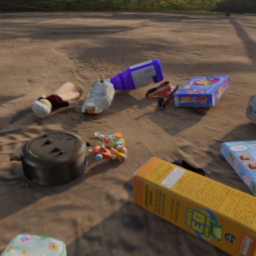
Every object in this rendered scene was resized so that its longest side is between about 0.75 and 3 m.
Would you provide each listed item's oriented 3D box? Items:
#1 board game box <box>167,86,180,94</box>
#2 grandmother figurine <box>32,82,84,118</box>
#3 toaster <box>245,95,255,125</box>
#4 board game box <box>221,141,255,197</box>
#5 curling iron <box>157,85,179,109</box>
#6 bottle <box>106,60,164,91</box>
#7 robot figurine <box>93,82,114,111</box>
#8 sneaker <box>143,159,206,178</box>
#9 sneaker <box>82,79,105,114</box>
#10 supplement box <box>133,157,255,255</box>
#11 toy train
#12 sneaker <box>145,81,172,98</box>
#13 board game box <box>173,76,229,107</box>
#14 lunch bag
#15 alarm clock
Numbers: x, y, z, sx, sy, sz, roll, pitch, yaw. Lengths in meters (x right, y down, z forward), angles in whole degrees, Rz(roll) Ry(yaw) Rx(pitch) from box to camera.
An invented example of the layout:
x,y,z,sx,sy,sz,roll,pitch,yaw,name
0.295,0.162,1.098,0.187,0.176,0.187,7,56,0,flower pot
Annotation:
x,y,z,sx,sy,sz,roll,pitch,yaw,name
1.928,-1.796,13.118,1.003,0.174,0.633,24,38,37,board game box
-2.942,-1.146,11.338,1.609,0.803,2.653,1,25,21,grandmother figurine
5.259,-0.509,9.802,1.957,1.112,1.264,-1,32,-11,toaster
3.759,1.053,7.595,1.641,0.397,2.170,-4,30,-7,board game box
1.770,-1.385,11.838,0.263,0.510,2.059,4,30,35,curling iron
0.295,-2.275,12.758,2.543,1.062,0.830,-17,33,8,bottle
-0.905,-1.156,10.307,0.665,0.998,1.177,18,53,-4,robot figurine
1.187,1.054,7.214,1.745,0.764,0.661,17,33,29,sneaker
-1.379,-1.342,11.387,0.845,1.027,2.232,2,29,6,sneaker
1.442,1.621,6.001,2.759,0.918,0.949,18,34,31,supplement box
-0.556,0.475,8.282,1.159,0.429,1.543,19,24,-13,toy train
1.385,-1.561,12.434,1.261,0.547,0.465,-27,26,1,sneaker
3.157,-1.584,11.928,1.622,0.540,2.412,5,28,34,board game box
-1.740,2.513,4.744,1.144,0.550,1.426,3,28,10,lunch bag
-1.827,0.682,7.908,2.609,0.868,1.760,-18,33,-35,alarm clock
